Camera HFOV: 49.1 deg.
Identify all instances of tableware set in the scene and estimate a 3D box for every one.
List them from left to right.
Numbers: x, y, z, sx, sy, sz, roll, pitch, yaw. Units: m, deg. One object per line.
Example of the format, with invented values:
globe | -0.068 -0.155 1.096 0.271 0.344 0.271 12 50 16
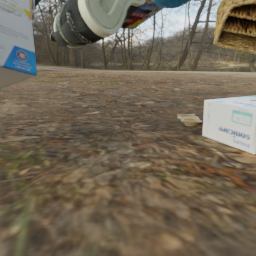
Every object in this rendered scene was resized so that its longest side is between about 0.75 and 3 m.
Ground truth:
tableware set | 2.380 -0.276 8.955 1.529 0.212 1.831 2 14 7

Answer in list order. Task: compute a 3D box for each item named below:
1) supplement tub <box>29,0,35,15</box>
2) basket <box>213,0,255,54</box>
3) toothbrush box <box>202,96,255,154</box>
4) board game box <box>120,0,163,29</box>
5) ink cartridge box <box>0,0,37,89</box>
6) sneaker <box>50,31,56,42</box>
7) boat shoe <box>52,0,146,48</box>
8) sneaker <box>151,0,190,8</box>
supplement tub | -3.525 -3.671 7.959 1.166 1.166 1.604 2 16 9
basket | 3.661 -3.171 8.286 1.865 1.389 1.331 12 -15 -4
toothbrush box | 3.340 -0.195 6.965 2.383 1.016 1.745 -7 15 -22
board game box | -0.140 -4.150 8.759 2.731 0.843 2.733 -8 -4 -38
ink cartridge box | -3.052 -2.048 5.518 1.613 2.230 1.642 -11 -8 28
sneaker | -1.567 -2.474 7.386 0.935 0.350 0.497 -32 60 -15
boat shoe | -0.327 -1.854 4.051 0.766 0.814 2.266 -22 28 37
sneaker | 1.124 -3.134 5.849 1.854 0.709 0.749 -33 61 -17
